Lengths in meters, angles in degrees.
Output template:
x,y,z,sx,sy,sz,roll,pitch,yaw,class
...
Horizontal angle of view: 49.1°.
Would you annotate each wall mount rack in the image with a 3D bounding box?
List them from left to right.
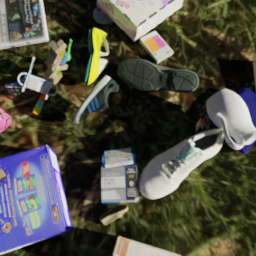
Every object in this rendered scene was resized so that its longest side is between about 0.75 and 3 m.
x,y,z,sx,sy,sz,roll,pitch,yaw,class
-2.771,-1.528,8.796,1.290,0.481,1.121,19,93,-19,wall mount rack

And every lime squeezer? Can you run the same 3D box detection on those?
x,y,z,sx,sy,sz,roll,pitch,yaw,class
-2.260,-2.413,9.406,0.516,1.462,0.276,48,46,-28,lime squeezer

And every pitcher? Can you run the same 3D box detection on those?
x,y,z,sx,sy,sz,roll,pitch,yaw,class
2.905,-0.224,7.995,1.462,1.033,1.704,-16,68,-44,pitcher

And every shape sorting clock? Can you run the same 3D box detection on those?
x,y,z,sx,sy,sz,roll,pitch,yaw,class
-0.842,-4.316,10.561,0.985,0.193,0.985,0,70,0,shape sorting clock

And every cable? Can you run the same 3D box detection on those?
x,y,z,sx,sy,sz,roll,pitch,yaw,class
2.312,-0.378,8.654,0.257,0.495,1.020,19,65,-14,cable

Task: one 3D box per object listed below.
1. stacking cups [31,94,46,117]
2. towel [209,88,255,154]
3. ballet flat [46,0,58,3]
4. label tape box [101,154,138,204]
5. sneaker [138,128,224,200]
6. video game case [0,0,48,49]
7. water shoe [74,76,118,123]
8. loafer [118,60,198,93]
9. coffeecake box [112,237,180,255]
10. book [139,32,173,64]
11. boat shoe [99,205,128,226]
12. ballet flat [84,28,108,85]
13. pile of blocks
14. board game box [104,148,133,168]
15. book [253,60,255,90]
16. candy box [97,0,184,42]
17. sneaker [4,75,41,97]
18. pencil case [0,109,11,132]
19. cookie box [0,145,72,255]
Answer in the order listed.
x,y,z,sx,sy,sz,roll,pitch,yaw,class
-2.906,-0.786,9.247,0.254,0.254,0.840,15,65,6,stacking cups
3.635,-0.238,8.930,1.396,0.468,1.890,42,76,10,towel
-3.272,-5.406,10.882,0.509,0.350,1.512,-41,75,-14,ballet flat
-0.270,1.435,8.268,1.067,0.468,1.480,-3,70,-1,label tape box
1.526,0.880,8.024,2.958,1.309,1.113,-36,75,-12,sneaker
-4.289,-4.115,10.250,2.386,0.306,2.624,-12,72,-5,video game case
-0.979,-0.723,8.542,0.709,0.643,1.798,36,109,-10,water shoe
0.992,-1.659,9.352,2.667,0.839,0.958,14,102,13,loafer
0.631,3.370,6.941,2.068,1.587,0.755,16,70,6,coffeecake box
1.010,-2.897,10.008,0.717,0.258,1.074,-33,75,-12,book
-0.377,2.461,7.932,0.877,0.321,0.275,-26,109,6,boat shoe
-1.051,-2.456,9.622,0.733,0.730,2.186,7,69,-16,ballet flat
-2.342,-2.179,9.021,0.686,1.672,0.520,-22,64,-45,pile of blocks
-0.287,0.878,8.267,0.816,0.140,0.549,-8,42,0,board game box
5.399,-1.619,9.453,2.108,0.507,1.408,5,73,0,book
0.463,-4.736,10.209,2.537,0.908,2.128,-40,81,-15,candy box
-3.473,-1.432,9.385,1.282,0.503,0.571,-8,60,-10,sneaker
-4.468,-0.645,8.860,1.675,0.784,0.760,42,57,12,pencil case
-3.256,2.076,7.685,2.856,1.073,2.443,-16,69,-7,cookie box
